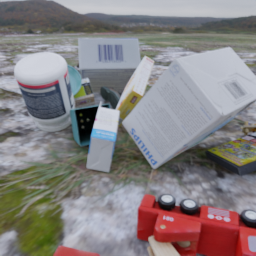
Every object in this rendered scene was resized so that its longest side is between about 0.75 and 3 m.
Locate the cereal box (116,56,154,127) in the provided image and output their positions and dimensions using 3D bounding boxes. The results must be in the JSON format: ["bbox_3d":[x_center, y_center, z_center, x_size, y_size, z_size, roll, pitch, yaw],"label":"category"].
[{"bbox_3d":[0.149,-1.164,8.788,0.403,1.467,2.039,29,42,-10],"label":"cereal box"}]

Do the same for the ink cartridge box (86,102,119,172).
[{"bbox_3d":[-0.563,0.152,6.699,0.545,0.925,1.607,11,34,-4],"label":"ink cartridge box"}]

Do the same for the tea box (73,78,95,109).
[{"bbox_3d":[-1.735,-1.232,10.180,0.863,0.577,0.849,-15,65,-9],"label":"tea box"}]

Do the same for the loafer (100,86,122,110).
[{"bbox_3d":[-0.422,-1.126,10.371,0.593,0.677,1.884,-12,33,-26],"label":"loafer"}]

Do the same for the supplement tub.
[{"bbox_3d":[-2.335,-1.013,8.145,1.407,2.005,1.407,-1,44,1],"label":"supplement tub"}]

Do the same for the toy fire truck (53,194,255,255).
[{"bbox_3d":[0.594,1.741,3.700,2.742,0.668,1.934,8,24,16],"label":"toy fire truck"}]

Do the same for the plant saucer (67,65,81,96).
[{"bbox_3d":[-2.442,-1.535,9.748,1.638,0.294,1.638,3,59,-5],"label":"plant saucer"}]

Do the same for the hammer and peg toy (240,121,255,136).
[{"bbox_3d":[3.575,0.066,7.955,0.692,0.332,0.941,-2,-14,18],"label":"hammer and peg toy"}]

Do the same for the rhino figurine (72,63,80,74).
[{"bbox_3d":[-2.112,-2.733,14.120,1.187,0.812,2.715,23,23,-2],"label":"rhino figurine"}]

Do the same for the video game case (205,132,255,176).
[{"bbox_3d":[2.719,0.479,6.100,1.560,0.220,1.726,-20,7,-3],"label":"video game case"}]

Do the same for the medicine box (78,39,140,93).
[{"bbox_3d":[-0.820,-2.453,11.469,2.282,1.290,2.506,-3,-13,-8],"label":"medicine box"}]

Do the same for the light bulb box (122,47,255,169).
[{"bbox_3d":[1.484,-0.465,6.491,2.273,2.293,1.431,-22,71,-41],"label":"light bulb box"}]

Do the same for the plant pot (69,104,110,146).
[{"bbox_3d":[-1.130,-0.150,7.809,0.964,0.964,1.364,-11,10,-23],"label":"plant pot"}]
